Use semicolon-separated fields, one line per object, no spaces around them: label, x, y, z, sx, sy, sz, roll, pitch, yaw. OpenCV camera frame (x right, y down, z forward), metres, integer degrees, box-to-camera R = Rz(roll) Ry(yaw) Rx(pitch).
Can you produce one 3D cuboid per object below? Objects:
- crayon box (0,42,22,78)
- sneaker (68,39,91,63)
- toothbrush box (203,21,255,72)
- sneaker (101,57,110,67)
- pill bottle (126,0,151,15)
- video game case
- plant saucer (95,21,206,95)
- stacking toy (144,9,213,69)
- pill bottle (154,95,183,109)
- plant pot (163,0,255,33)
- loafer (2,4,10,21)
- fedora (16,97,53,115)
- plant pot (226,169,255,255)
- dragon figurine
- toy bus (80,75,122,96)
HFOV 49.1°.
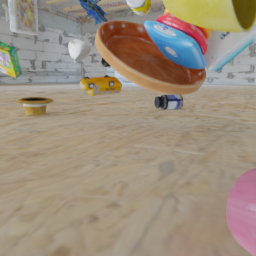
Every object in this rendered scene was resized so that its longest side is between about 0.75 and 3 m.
crayon box;-4.002;-2.256;9.305;0.661;1.113;0.324;24;53;12
sneaker;-1.992;-3.103;10.938;0.748;0.788;1.957;-30;11;-16
toothbrush box;2.953;-2.776;8.283;2.023;1.179;2.764;-41;-6;24
sneaker;-0.610;-2.487;10.099;0.824;0.576;1.657;-40;18;17
pill bottle;0.442;-4.723;10.584;0.720;0.720;1.319;3;6;16
video game case;-2.955;-3.497;7.953;0.195;1.550;1.703;2;15;2
plant saucer;0.582;-1.830;7.283;2.990;0.483;2.990;16;39;-14
stacking toy;1.752;-2.908;6.705;1.528;2.632;1.445;36;2;30
pill bottle;1.925;-1.240;13.347;1.256;0.703;0.703;-3;12;-18
plant pot;1.391;-2.628;4.957;1.387;1.954;1.954;6;12;36
loafer;-3.762;-3.497;8.916;0.304;0.872;0.305;-28;17;-2
fedora;-3.876;-0.889;11.698;1.613;0.658;1.613;1;13;0
plant pot;1.497;0.761;2.244;1.283;1.283;1.149;-4;-4;-20
dragon figurine;-1.179;-3.998;9.232;2.004;0.590;0.997;45;-2;29
toy bus;-0.680;-1.053;6.990;1.024;0.401;0.333;-11;45;-31
